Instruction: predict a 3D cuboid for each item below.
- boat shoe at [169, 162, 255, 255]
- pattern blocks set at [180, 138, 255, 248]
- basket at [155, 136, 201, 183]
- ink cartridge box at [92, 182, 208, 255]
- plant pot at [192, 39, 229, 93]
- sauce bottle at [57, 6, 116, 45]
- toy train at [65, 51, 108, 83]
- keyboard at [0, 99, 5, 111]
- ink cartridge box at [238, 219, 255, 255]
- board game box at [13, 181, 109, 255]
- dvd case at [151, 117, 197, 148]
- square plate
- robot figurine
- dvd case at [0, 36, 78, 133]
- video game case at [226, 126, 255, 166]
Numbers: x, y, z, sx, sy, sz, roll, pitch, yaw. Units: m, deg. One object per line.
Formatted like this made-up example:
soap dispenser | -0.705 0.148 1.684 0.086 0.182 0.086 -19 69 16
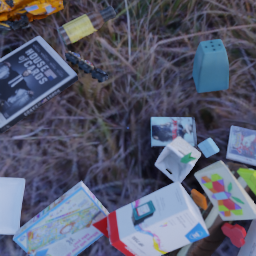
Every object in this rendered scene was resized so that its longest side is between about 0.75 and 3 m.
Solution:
boat shoe | 1.937 2.037 6.770 2.934 1.084 1.085 -43 43 -12
pattern blocks set | 1.931 1.327 5.638 0.179 1.939 2.205 -29 71 -33
basket | 1.286 0.821 7.218 0.823 0.830 0.668 39 41 15
ink cartridge box | 0.427 2.108 5.854 2.109 1.225 0.709 -29 38 12
plant pot | 2.401 -1.824 8.076 0.898 1.270 0.897 -6 50 5
sauce bottle | -1.327 -3.398 9.197 1.927 0.624 0.624 -28 68 -4
toy train | -1.293 -1.917 8.621 1.761 0.300 0.403 35 46 23
keyboard | -4.843 -0.987 8.119 2.794 0.288 1.775 15 77 12
ink cartridge box | 4.229 2.799 6.178 2.801 1.199 2.067 29 68 14
board game box | -1.399 2.258 6.296 1.854 0.317 1.246 -37 105 -2
dvd case | 1.288 0.115 7.986 1.260 0.139 0.920 2 66 0
square plate | -3.327 1.903 6.918 1.340 0.192 1.353 6 72 -13
robot figurine | -3.594 -4.260 9.630 2.457 0.715 1.782 -23 63 -10
dvd case | -3.247 -1.423 8.555 2.780 0.344 2.089 -39 71 -14
video game case | 3.278 0.496 7.825 0.916 0.116 1.006 15 66 6
